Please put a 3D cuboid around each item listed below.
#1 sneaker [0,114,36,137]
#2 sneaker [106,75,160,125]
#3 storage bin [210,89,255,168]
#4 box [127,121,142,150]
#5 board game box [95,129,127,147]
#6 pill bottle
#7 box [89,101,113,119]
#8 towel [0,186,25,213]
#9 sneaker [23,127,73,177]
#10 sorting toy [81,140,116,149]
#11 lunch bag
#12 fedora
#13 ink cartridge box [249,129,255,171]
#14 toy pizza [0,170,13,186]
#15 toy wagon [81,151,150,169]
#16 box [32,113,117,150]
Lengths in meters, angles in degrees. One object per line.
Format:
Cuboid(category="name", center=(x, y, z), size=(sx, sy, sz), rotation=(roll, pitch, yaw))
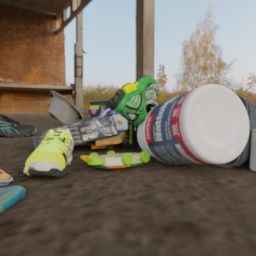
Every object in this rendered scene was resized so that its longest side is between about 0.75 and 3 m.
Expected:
Cuboid(category="sneaker", center=(-5.494, -0.085, 12.548), size=(2.636, 1.045, 0.994), rotation=(-1, 3, -21))
Cuboid(category="sneaker", center=(0.394, -0.747, 8.375), size=(1.070, 1.168, 2.743), rotation=(-46, -3, 31))
Cuboid(category="storage bin", center=(2.753, 0.002, 7.718), size=(1.851, 2.005, 2.756), rotation=(9, 0, -26))
Cuboid(category="box", center=(0.276, 0.118, 9.583), size=(0.278, 1.130, 1.170), rotation=(0, 4, 20))
Cuboid(category="board game box", center=(-0.499, 0.307, 9.011), size=(0.782, 0.245, 1.637), rotation=(-9, 10, 11))
Cuboid(category="pill bottle", center=(1.260, 0.068, 6.546), size=(1.584, 1.584, 2.650), rotation=(-2, -7, -22))
Cuboid(category="box", center=(-0.466, -0.649, 15.077), size=(2.625, 1.632, 1.950), rotation=(-5, 4, -39))
Cuboid(category="towel", center=(-2.394, 1.100, 3.670), size=(1.359, 0.201, 1.853), rotation=(0, 5, 8))
Cuboid(category="sneaker", center=(-1.715, 0.499, 6.201), size=(0.885, 0.897, 2.348), rotation=(5, 5, -7))
Cuboid(category="sorting toy", center=(-0.816, 0.490, 9.693), size=(1.328, 0.321, 2.358), rotation=(-3, 11, 15))
Cuboid(category="lunch bag", center=(-0.529, -0.243, 12.475), size=(2.264, 1.402, 1.925), rotation=(-11, 4, -10))
Cuboid(category="fedora", center=(-1.588, -0.378, 6.753), size=(0.941, 0.481, 1.064), rotation=(29, -14, 20))
Cuboid(category="ink cartridge box", center=(4.306, 0.492, 6.161), size=(2.822, 0.957, 1.637), rotation=(-3, 6, -28))
Cuboid(category="toy pizza", center=(-3.081, 0.606, 4.716), size=(2.209, 0.350, 2.209), rotation=(11, -7, 1))
Cuboid(category="toy wagon", center=(-0.360, 0.729, 6.458), size=(1.638, 0.324, 1.271), rotation=(-2, -2, -45))
Cuboid(category="box", center=(-1.594, 0.134, 9.035), size=(2.436, 0.606, 1.921), rotation=(-15, 6, -3))
